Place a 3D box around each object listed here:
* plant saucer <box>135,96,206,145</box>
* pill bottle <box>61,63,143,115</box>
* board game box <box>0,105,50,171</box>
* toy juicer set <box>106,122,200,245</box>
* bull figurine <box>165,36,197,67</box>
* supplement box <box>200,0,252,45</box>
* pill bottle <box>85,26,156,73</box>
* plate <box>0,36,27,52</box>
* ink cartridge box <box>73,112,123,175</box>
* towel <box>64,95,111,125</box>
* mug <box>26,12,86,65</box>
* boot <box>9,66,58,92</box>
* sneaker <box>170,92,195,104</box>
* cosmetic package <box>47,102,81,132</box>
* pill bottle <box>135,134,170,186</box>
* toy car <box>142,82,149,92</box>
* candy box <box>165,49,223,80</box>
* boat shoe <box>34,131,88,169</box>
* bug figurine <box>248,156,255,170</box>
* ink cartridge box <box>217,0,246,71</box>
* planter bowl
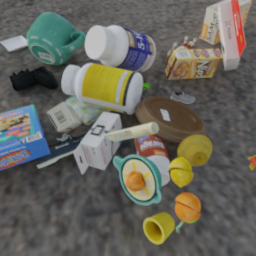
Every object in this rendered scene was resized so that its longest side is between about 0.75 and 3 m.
[{"bbox_3d":[1.373,-0.317,8.719,2.392,0.352,2.392,16,32,-10],"label":"plant saucer"},{"bbox_3d":[-0.848,-1.339,9.153,2.445,1.369,1.369,14,48,13],"label":"pill bottle"},{"bbox_3d":[-3.479,0.249,8.132,1.944,0.575,2.556,-18,32,-16],"label":"board game box"},{"bbox_3d":[0.454,1.015,6.276,0.802,1.875,2.947,-15,70,-44],"label":"toy juicer set"},{"bbox_3d":[2.253,-3.160,11.539,0.598,1.116,1.838,41,66,18],"label":"bull figurine"},{"bbox_3d":[4.584,-5.080,13.142,2.394,1.509,0.880,-31,55,-26],"label":"supplement box"},{"bbox_3d":[-0.276,-2.891,10.251,2.463,1.474,1.474,-3,37,-47],"label":"pill bottle"},{"bbox_3d":[-5.169,-3.843,12.874,1.039,0.168,1.037,-30,52,-26],"label":"plate"},{"bbox_3d":[-0.777,0.483,8.046,0.576,1.001,1.729,12,47,23],"label":"ink cartridge box"},{"bbox_3d":[-1.282,-0.840,9.820,1.521,0.366,1.302,-35,55,-29],"label":"towel"},{"bbox_3d":[-2.997,-3.456,11.120,2.240,1.841,1.385,-13,47,53],"label":"mug"},{"bbox_3d":[-3.570,-1.734,10.499,1.393,0.629,1.700,-25,43,-26],"label":"boot"},{"bbox_3d":[1.981,-1.109,10.072,0.876,0.359,0.327,7,47,2],"label":"sneaker"},{"bbox_3d":[-1.848,-0.280,8.255,0.574,1.316,0.680,-31,88,-2],"label":"cosmetic package"},{"bbox_3d":[0.689,0.836,7.834,0.859,0.859,1.531,-5,45,-5],"label":"pill bottle"},{"bbox_3d":[0.154,-1.503,10.513,1.271,0.301,1.351,2,47,1],"label":"toy car"},{"bbox_3d":[2.451,-2.382,10.517,1.883,1.087,0.521,-5,60,-15],"label":"candy box"},{"bbox_3d":[-1.876,0.507,8.160,1.876,0.580,0.702,-26,10,-10],"label":"boat shoe"},{"bbox_3d":[3.860,0.906,7.535,1.087,0.280,0.843,-27,40,6],"label":"bug figurine"},{"bbox_3d":[3.880,-3.723,10.699,0.543,2.141,2.430,-7,79,13],"label":"ink cartridge box"},{"bbox_3d":[1.704,0.660,6.933,0.920,0.920,0.383,-4,27,-4],"label":"planter bowl"}]
